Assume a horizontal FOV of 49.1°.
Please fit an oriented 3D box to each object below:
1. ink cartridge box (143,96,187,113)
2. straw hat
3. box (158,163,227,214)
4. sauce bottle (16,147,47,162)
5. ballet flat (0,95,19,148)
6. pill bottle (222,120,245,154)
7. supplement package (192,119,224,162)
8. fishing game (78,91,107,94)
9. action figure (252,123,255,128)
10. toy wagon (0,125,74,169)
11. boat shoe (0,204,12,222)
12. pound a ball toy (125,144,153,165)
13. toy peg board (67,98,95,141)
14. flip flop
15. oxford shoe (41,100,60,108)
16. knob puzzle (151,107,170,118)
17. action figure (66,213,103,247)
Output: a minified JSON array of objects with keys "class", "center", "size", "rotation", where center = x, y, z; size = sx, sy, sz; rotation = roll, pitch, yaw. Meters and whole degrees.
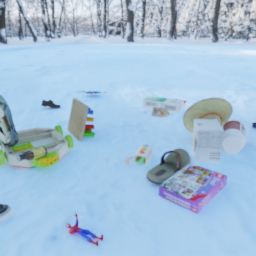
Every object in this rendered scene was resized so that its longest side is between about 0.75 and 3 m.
[{"class":"ink cartridge box","center":[1.904,-1.364,14.003],"size":[1.780,0.554,2.211],"rotation":[9,25,20]},{"class":"straw hat","center":[2.820,-0.093,9.613],"size":[1.879,1.879,0.795],"rotation":[-1,49,-4]},{"class":"box","center":[1.655,1.452,7.061],"size":[1.082,0.309,1.581],"rotation":[18,28,38]},{"class":"sauce bottle","center":[-2.608,0.724,7.612],"size":[0.280,0.280,0.867],"rotation":[14,15,31]},{"class":"ballet flat","center":[-3.689,-0.177,8.193],"size":[0.621,1.673,0.621],"rotation":[-16,17,5]},{"class":"pill bottle","center":[3.494,0.308,9.345],"size":[0.784,0.784,1.398],"rotation":[8,23,20]},{"class":"supplement package","center":[2.465,0.379,8.784],"size":[0.770,1.047,1.001],"rotation":[1,20,6]},{"class":"fishing game","center":[-1.990,-1.919,15.567],"size":[1.450,0.225,1.039],"rotation":[-2,2,-30]},{"class":"action figure","center":[6.163,-0.659,10.252],"size":[2.842,1.487,2.749],"rotation":[-7,6,7]},{"class":"toy wagon","center":[-2.892,0.651,8.767],"size":[2.268,0.578,2.923],"rotation":[-13,26,-29]},{"class":"boat shoe","center":[-3.306,1.757,5.957],"size":[1.546,0.548,0.557],"rotation":[-3,22,-8]},{"class":"pound a ball toy","center":[0.345,0.792,8.609],"size":[0.634,0.413,0.972],"rotation":[8,22,17]},{"class":"toy peg board","center":[-1.653,-0.313,10.416],"size":[0.637,1.298,1.303],"rotation":[5,16,-34]},{"class":"flip flop","center":[1.182,0.969,7.933],"size":[0.791,0.562,1.951],"rotation":[16,25,35]},{"class":"oxford shoe","center":[-3.710,-1.163,13.531],"size":[0.917,0.387,0.333],"rotation":[11,10,-15]},{"class":"knob puzzle","center":[1.481,-0.665,12.662],"size":[0.869,0.121,0.869],"rotation":[3,35,-2]},{"class":"action figure","center":[-0.915,1.996,5.582],"size":[0.851,0.421,0.278],"rotation":[9,23,28]}]
